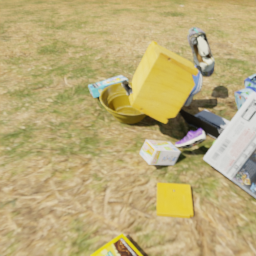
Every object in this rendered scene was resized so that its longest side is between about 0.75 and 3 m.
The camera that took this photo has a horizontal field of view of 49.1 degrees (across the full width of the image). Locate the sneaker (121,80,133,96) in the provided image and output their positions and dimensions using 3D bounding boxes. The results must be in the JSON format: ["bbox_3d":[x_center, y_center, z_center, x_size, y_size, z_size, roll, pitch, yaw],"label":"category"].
[{"bbox_3d":[0.040,-1.400,10.201,0.287,0.862,0.390,-37,51,-5],"label":"sneaker"}]

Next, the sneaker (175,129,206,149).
[{"bbox_3d":[2.084,0.377,9.449,0.468,1.162,0.485,20,53,-42],"label":"sneaker"}]

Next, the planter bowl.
[{"bbox_3d":[0.035,-0.901,11.968,2.476,1.031,2.476,2,40,-2],"label":"planter bowl"}]

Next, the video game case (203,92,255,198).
[{"bbox_3d":[3.967,0.602,8.295,2.377,2.614,0.305,38,7,28],"label":"video game case"}]

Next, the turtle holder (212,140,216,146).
[{"bbox_3d":[4.177,0.506,9.287,2.304,1.751,1.636,27,46,12],"label":"turtle holder"}]

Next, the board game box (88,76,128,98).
[{"bbox_3d":[-0.949,-1.998,13.384,1.757,0.412,1.326,-18,21,-9],"label":"board game box"}]

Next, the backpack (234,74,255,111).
[{"bbox_3d":[5.295,-0.889,10.658,2.060,2.565,2.803,-22,12,18],"label":"backpack"}]

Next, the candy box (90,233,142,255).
[{"bbox_3d":[0.113,3.502,6.240,1.172,0.303,2.293,-27,42,-30],"label":"candy box"}]

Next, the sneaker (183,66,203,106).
[{"bbox_3d":[2.462,-1.769,11.967,1.010,2.267,0.890,10,54,-8],"label":"sneaker"}]

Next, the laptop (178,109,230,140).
[{"bbox_3d":[3.234,-0.394,11.096,2.128,1.233,1.993,-28,44,-29],"label":"laptop"}]

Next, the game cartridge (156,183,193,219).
[{"bbox_3d":[1.369,2.148,8.350,1.043,0.192,1.183,3,37,5],"label":"game cartridge"}]

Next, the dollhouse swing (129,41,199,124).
[{"bbox_3d":[1.135,-1.655,9.571,1.868,2.055,1.807,27,29,-2],"label":"dollhouse swing"}]

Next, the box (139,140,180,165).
[{"bbox_3d":[1.075,0.845,9.487,1.163,0.589,0.654,7,26,-38],"label":"box"}]

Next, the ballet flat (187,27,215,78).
[{"bbox_3d":[3.088,-2.953,11.491,0.858,2.385,0.858,-22,35,16],"label":"ballet flat"}]
